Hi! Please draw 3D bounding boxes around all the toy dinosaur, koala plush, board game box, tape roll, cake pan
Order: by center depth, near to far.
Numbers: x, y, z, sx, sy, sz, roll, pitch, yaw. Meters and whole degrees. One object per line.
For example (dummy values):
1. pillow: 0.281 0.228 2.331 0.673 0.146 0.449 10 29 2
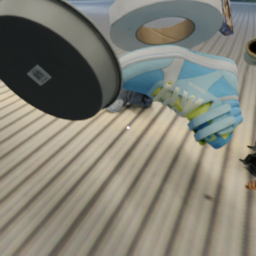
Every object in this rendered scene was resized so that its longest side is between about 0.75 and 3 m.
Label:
1. cake pan: -1.222 -0.917 4.300 2.315 2.315 0.425 12 54 20
2. tape roll: 0.641 -1.877 5.049 2.042 0.373 2.042 -4 -8 0
3. toy dinosaur: 3.208 0.819 5.942 1.991 1.017 1.351 1 38 -44
4. board game box: 2.757 -3.482 8.316 0.295 1.153 1.702 -6 3 32
5. koala plush: -0.065 -1.165 9.282 1.578 1.450 1.399 -22 43 4

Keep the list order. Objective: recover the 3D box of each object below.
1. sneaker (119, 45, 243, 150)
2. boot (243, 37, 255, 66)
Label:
1. sneaker: 0.956 -0.415 4.639 2.447 0.973 1.598 -1 72 -21
2. boot: 3.157 -1.422 5.272 1.831 0.660 1.416 8 10 21
